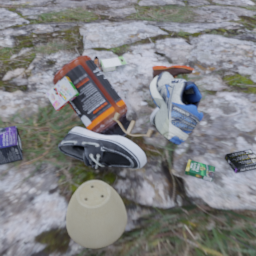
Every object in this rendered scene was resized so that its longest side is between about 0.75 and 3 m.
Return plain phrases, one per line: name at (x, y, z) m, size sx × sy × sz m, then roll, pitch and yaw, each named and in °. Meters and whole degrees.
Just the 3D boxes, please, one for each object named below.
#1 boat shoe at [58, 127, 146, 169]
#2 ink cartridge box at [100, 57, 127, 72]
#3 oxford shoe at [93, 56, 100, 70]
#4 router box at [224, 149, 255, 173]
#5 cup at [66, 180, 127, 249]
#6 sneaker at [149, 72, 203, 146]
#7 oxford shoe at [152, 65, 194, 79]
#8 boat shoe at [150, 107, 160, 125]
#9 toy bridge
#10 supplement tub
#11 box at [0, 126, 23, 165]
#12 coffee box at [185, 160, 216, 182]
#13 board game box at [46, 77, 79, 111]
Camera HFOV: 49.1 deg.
boat shoe at (-0.878, 0.749, 8.256) m, size 2.929 × 1.051 × 0.993 m, roll 17°, pitch 46°, yaw 31°
ink cartridge box at (-0.701, -3.071, 13.472) m, size 1.151 × 0.276 × 0.838 m, roll -10°, pitch 41°, yaw -12°
oxford shoe at (-1.555, -3.049, 13.351) m, size 0.390 × 0.399 × 1.095 m, roll -4°, pitch 41°, yaw -5°
router box at (3.567, 1.022, 8.691) m, size 0.887 × 0.226 × 0.661 m, roll -9°, pitch 41°, yaw -11°
cup at (-0.808, 1.947, 6.918) m, size 1.569 × 1.122 × 1.569 m, roll 0°, pitch 40°, yaw 0°
sneaker at (1.326, -0.756, 7.134) m, size 1.036 × 1.146 × 2.689 m, roll 31°, pitch 31°, yaw -26°
oxford shoe at (1.814, -2.207, 11.408) m, size 1.795 × 0.651 × 0.639 m, roll 7°, pitch 11°, yaw 35°
boat shoe at (1.587, -0.653, 9.871) m, size 1.822 × 0.625 × 0.516 m, roll -36°, pitch 37°, yaw 3°
toy bridge at (0.076, -0.009, 7.848) m, size 1.210 × 0.407 × 0.165 m, roll 26°, pitch 3°, yaw 16°
supplement tub at (-1.045, -0.820, 9.088) m, size 1.516 × 1.516 × 2.834 m, roll -37°, pitch 91°, yaw -36°
box at (-4.094, 0.608, 8.817) m, size 1.334 × 0.696 × 0.987 m, roll -13°, pitch 43°, yaw -16°
coffee box at (2.164, 1.280, 8.421) m, size 0.832 × 0.183 × 0.512 m, roll 15°, pitch 43°, yaw 17°
board game box at (-1.949, -1.003, 8.255) m, size 0.638 × 0.834 × 0.168 m, roll 57°, pitch 16°, yaw 9°
